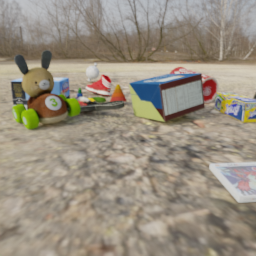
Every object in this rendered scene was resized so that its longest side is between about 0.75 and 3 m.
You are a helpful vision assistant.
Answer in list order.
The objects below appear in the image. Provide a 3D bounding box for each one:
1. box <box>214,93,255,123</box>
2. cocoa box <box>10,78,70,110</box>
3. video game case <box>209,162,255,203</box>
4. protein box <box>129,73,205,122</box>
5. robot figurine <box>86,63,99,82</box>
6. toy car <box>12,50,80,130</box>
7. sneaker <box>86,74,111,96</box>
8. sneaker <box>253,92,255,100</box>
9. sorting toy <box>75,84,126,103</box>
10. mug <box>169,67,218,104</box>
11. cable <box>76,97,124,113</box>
[{"bbox_3d":[4.573,-0.911,11.719,0.875,0.803,2.499,-2,16,-8],"label":"box"},{"bbox_3d":[-3.845,-1.480,12.519,2.190,1.437,1.460,1,16,4],"label":"cocoa box"},{"bbox_3d":[2.677,1.098,5.959,1.404,0.177,1.541,-2,16,-4],"label":"video game case"},{"bbox_3d":[1.533,-1.304,11.226,2.104,1.419,2.088,-18,18,-29],"label":"protein box"},{"bbox_3d":[-2.853,-4.422,22.419,1.043,1.566,1.847,19,8,-12],"label":"robot figurine"},{"bbox_3d":[-3.187,-1.508,10.302,2.058,2.506,1.977,-21,26,-35],"label":"toy car"},{"bbox_3d":[-1.670,-2.621,16.659,2.060,1.190,0.807,20,10,38],"label":"sneaker"},{"bbox_3d":[6.454,-1.238,13.341,0.855,0.715,1.883,13,25,9],"label":"sneaker"},{"bbox_3d":[-1.367,-1.717,13.966,2.574,0.886,0.892,0,0,3],"label":"sorting toy"},{"bbox_3d":[3.253,-2.072,14.983,2.234,1.679,2.517,-42,34,-10],"label":"mug"},{"bbox_3d":[-1.461,-1.018,11.737,2.738,0.689,1.330,-1,13,43],"label":"cable"}]
